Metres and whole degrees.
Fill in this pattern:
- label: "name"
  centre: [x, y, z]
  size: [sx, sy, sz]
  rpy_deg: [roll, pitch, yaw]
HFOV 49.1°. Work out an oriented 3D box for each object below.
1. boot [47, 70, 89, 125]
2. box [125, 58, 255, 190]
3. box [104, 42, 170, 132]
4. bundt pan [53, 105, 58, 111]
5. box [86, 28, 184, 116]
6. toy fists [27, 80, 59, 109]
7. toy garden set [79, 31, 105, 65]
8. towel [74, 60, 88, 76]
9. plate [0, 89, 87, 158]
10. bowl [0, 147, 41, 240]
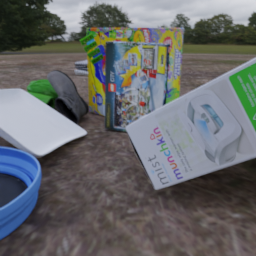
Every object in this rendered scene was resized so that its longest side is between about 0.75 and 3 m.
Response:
- label: "boot"
  centre: [-2.068, -1.043, 9.086]
  size: [0.670, 1.919, 1.264]
  rpy_deg: [-40, 6, 18]
- label: "box"
  centre: [1.792, -0.177, 5.360]
  size: [2.468, 1.352, 2.797]
  rpy_deg: [-27, -2, 34]
- label: "box"
  centre: [0.217, -1.114, 7.970]
  size: [1.732, 2.536, 0.478]
  rpy_deg: [9, 19, 18]
- label: "bundt pan"
  centre: [-2.555, -0.838, 10.530]
  size: [0.819, 0.307, 0.819]
  rpy_deg: [-21, 10, 4]
- label: "box"
  centre: [0.168, -1.877, 9.632]
  size: [2.867, 2.977, 1.816]
  rpy_deg: [17, 25, 41]
- label: "toy fists"
  centre: [-3.209, -1.056, 10.166]
  size: [1.316, 0.888, 2.582]
  rpy_deg: [11, 34, 4]
- label: "toy garden set"
  centre: [-0.917, -2.386, 8.124]
  size: [0.747, 0.896, 0.179]
  rpy_deg: [-33, 51, -5]
- label: "towel"
  centre: [-2.353, -4.558, 20.695]
  size: [2.263, 1.169, 2.733]
  rpy_deg: [11, 22, 33]
- label: "plate"
  centre: [-2.571, -0.167, 7.053]
  size: [2.488, 0.403, 2.494]
  rpy_deg: [32, 17, 8]
- label: "bowl"
  centre: [-2.905, 1.093, 4.493]
  size: [2.937, 0.577, 2.937]
  rpy_deg: [0, 18, 0]
